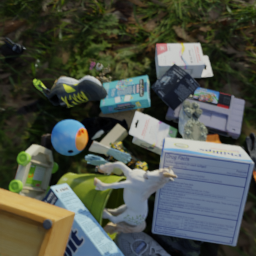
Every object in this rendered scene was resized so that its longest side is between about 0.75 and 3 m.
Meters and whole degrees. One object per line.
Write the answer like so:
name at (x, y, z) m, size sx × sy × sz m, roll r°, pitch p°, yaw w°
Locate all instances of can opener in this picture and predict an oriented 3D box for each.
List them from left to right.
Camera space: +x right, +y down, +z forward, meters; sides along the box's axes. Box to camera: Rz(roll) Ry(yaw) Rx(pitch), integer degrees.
can opener at (-5.530, -3.952, 13.449) m, size 1.302 × 0.512 × 0.413 m, roll 30°, pitch 100°, yaw 22°

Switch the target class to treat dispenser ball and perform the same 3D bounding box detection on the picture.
treat dispenser ball at (-1.953, 0.328, 9.332) m, size 1.189 × 1.189 × 1.189 m, roll 0°, pitch 56°, yaw 0°

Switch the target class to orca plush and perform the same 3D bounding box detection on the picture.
orca plush at (-1.174, -0.014, 10.389) m, size 2.342 × 0.832 × 1.232 m, roll 0°, pitch 63°, yaw 2°

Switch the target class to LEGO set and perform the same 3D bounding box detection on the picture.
LEGO set at (-0.289, 1.333, 9.229) m, size 1.683 × 1.294 × 0.975 m, roll 46°, pitch 31°, yaw 12°

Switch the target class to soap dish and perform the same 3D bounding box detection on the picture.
soap dish at (-2.728, 2.568, 6.370) m, size 2.548 × 1.035 × 2.005 m, roll 15°, pitch 78°, yaw 7°

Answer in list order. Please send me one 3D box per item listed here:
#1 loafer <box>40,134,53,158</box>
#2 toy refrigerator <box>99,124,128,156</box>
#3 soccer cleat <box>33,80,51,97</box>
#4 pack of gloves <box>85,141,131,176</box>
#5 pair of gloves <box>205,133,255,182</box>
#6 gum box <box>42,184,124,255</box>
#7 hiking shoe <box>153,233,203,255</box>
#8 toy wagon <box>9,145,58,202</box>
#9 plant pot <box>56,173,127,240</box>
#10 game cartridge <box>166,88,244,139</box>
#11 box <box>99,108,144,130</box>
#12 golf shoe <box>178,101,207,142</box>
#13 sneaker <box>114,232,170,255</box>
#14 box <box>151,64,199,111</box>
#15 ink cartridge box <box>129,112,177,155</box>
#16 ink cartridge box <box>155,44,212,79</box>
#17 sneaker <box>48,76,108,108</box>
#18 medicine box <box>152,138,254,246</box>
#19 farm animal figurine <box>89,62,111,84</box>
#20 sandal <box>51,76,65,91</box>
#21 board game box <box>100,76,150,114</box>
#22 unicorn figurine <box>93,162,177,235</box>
loafer at (-2.893, 0.780, 9.828) m, size 0.428 × 0.440 × 1.205 m, roll 17°, pitch 97°, yaw 44°
toy refrigerator at (-0.568, 0.460, 10.263) m, size 0.435 × 0.401 × 1.147 m, roll 37°, pitch 78°, yaw 31°
soccer cleat at (-3.583, -1.610, 11.673) m, size 0.958 × 0.401 × 0.310 m, roll 41°, pitch 68°, yaw -3°
pack of gloves at (-0.626, 0.902, 8.724) m, size 1.327 × 1.115 × 0.262 m, roll 22°, pitch 45°, yaw -13°
pair of gloves at (3.948, 1.081, 10.075) m, size 2.386 × 0.295 × 2.126 m, roll 0°, pitch 56°, yaw -1°
gum box at (-1.592, 3.359, 7.434) m, size 2.835 × 2.409 × 0.632 m, roll 44°, pitch 23°, yaw 25°
hiking shoe at (1.484, 3.336, 8.452) m, size 1.511 × 0.572 × 0.760 m, roll 29°, pitch 56°, yaw 7°
toy wagon at (-2.961, 1.756, 8.634) m, size 0.467 × 1.832 × 2.361 m, roll 8°, pitch 76°, yaw 16°
plant pot at (-1.183, 2.210, 8.515) m, size 1.889 × 1.962 × 1.962 m, roll 12°, pitch 56°, yaw 22°
game cartridge at (3.103, -0.752, 11.204) m, size 2.828 × 0.543 × 1.833 m, roll 16°, pitch 62°, yaw 10°
box at (-0.250, -0.636, 11.306) m, size 1.462 × 0.156 × 1.195 m, roll 23°, pitch 59°, yaw 14°
golf shoe at (2.187, 0.089, 9.878) m, size 0.842 × 1.045 × 2.150 m, roll 13°, pitch 50°, yaw -6°
sneaker at (0.827, 3.702, 7.764) m, size 2.804 × 1.149 × 1.048 m, roll 34°, pitch 59°, yaw 19°
box at (1.799, -1.612, 10.929) m, size 1.372 × 0.806 × 1.350 m, roll -45°, pitch 30°, yaw 10°
ink cartridge box at (0.803, 0.223, 10.007) m, size 1.702 × 0.573 × 0.997 m, roll 25°, pitch 65°, yaw -13°
ink cartridge box at (2.503, -2.993, 12.473) m, size 2.478 × 0.836 × 1.443 m, roll -1°, pitch 56°, yaw -1°
sneaker at (-1.980, -1.222, 10.835) m, size 2.857 × 1.064 × 1.209 m, roll 7°, pitch 53°, yaw 42°
medicine box at (2.015, 1.786, 8.119) m, size 2.351 × 2.581 × 1.329 m, roll 7°, pitch 14°, yaw 6°
farm animal figurine at (-1.191, -2.285, 12.165) m, size 0.913 × 0.569 × 1.131 m, roll -4°, pitch 65°, yaw -14°
sandal at (-3.017, -1.868, 12.042) m, size 0.273 × 0.406 × 1.012 m, roll 15°, pitch 59°, yaw 35°
board game box at (-0.108, -1.319, 11.166) m, size 1.888 × 0.443 × 1.425 m, roll -8°, pitch 48°, yaw 11°
unicorn figurine at (0.103, 1.733, 7.474) m, size 2.035 × 2.962 × 1.094 m, roll 7°, pitch 40°, yaw 6°
